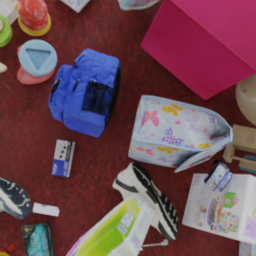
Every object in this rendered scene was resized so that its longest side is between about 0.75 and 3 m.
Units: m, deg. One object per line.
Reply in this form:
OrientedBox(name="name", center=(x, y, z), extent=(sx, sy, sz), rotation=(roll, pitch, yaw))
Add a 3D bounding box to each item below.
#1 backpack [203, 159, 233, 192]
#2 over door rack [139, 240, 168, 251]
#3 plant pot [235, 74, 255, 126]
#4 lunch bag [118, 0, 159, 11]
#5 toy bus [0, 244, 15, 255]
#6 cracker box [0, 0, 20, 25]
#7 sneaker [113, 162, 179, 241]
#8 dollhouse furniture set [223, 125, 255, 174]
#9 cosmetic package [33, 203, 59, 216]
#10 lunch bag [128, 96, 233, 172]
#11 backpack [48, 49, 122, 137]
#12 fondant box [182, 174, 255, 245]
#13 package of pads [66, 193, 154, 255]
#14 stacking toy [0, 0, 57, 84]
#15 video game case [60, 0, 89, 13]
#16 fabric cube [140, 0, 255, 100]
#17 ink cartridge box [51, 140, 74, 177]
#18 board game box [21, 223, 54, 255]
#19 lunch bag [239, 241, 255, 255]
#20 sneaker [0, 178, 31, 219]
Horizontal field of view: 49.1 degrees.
OrientedBox(name="backpack", center=(2.408, 1.367, 7.570), extent=(0.643, 0.795, 0.835), rotation=(33, 107, 25))
OrientedBox(name="over door rack", center=(0.680, 4.309, 9.025), extent=(1.471, 0.490, 1.087), rotation=(-10, 86, -1))
OrientedBox(name="plant pot", center=(4.100, -1.143, 8.178), extent=(1.560, 2.323, 2.323), rotation=(14, 84, -36))
OrientedBox(name="lunch bag", center=(0.542, -4.364, 8.884), extent=(1.559, 1.943, 0.749), rotation=(-24, 95, 37))
OrientedBox(name="toy bus", center=(-4.064, 4.399, 8.956), extent=(1.160, 0.599, 1.095), rotation=(-10, 85, -1))
OrientedBox(name="cracker box", center=(-4.627, -4.003, 9.736), extent=(1.148, 0.494, 1.714), rotation=(41, 85, 3))
OrientedBox(name="sneaker", center=(0.608, 2.463, 9.065), extent=(1.120, 1.032, 2.801), rotation=(-35, 89, 24))
OrientedBox(name="dollhouse furniture set", center=(4.925, 0.658, 8.912), extent=(2.836, 1.998, 1.987), rotation=(14, 76, 35))
OrientedBox(name="cosmetic package", center=(-2.618, 2.602, 8.905), extent=(0.765, 0.577, 0.198), rotation=(16, 82, -18))
OrientedBox(name="lunch bag", center=(1.452, 0.364, 8.349), extent=(2.687, 2.279, 1.708), rotation=(11, 71, 0))
OrientedBox(name="backpack", center=(-1.244, -1.192, 8.603), extent=(1.994, 1.931, 2.376), rotation=(19, 74, -13))
OrientedBox(name="fondant box", center=(2.674, 2.226, 8.126), extent=(0.672, 2.308, 1.665), rotation=(24, 73, -20))
OrientedBox(name="package of pads", center=(-0.679, 3.342, 7.887), extent=(1.012, 2.292, 2.967), rotation=(47, 109, 3))
OrientedBox(name="stacking toy", center=(-3.587, -2.858, 8.966), extent=(2.488, 1.161, 2.748), rotation=(-9, 86, -20))
OrientedBox(name="video game case", center=(-1.746, -4.784, 9.751), extent=(1.161, 0.140, 1.274), rotation=(39, 86, 17))
OrientedBox(name="fabric cube", center=(2.586, -3.084, 8.160), extent=(2.941, 2.989, 2.998), rotation=(39, 79, -1))
OrientedBox(name="ink cartridge box", center=(-2.165, 1.013, 9.317), extent=(0.547, 0.257, 1.164), rotation=(8, 85, 5))
OrientedBox(name="board game box", center=(-2.915, 3.832, 9.069), extent=(0.947, 0.197, 1.401), rotation=(-10, 87, 12))
OrientedBox(name="lunch bag", center=(4.456, 3.632, 8.715), extent=(1.685, 1.263, 1.987), rotation=(1, 95, 2))
OrientedBox(name="sneaker", center=(-4.360, 2.155, 9.019), extent=(2.781, 1.079, 1.200), rotation=(33, 91, 13))
